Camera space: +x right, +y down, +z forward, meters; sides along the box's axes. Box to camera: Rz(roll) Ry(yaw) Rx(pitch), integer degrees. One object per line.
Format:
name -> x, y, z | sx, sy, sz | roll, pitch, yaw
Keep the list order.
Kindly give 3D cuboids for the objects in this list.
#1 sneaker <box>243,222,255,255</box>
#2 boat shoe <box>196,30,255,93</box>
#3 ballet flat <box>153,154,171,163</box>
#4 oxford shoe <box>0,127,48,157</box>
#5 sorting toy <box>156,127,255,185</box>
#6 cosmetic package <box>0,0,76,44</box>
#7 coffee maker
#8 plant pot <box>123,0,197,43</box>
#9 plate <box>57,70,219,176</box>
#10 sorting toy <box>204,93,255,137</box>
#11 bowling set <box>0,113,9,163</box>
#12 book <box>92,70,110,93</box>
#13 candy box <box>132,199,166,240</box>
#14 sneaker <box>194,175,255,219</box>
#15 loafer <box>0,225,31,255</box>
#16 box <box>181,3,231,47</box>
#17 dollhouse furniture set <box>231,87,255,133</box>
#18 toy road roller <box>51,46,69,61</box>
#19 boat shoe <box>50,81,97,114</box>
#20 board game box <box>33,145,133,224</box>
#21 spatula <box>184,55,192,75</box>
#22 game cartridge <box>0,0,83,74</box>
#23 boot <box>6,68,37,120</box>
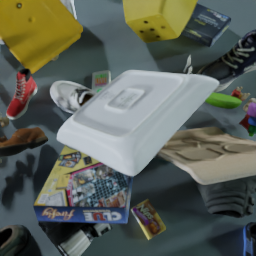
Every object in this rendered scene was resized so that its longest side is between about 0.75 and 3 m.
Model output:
sneaker -> 2.728, 2.575, 6.037 | 0.371, 0.412, 1.057 | 3, 57, 1
boat shoe -> 3.228, -2.130, 8.529 | 2.718, 1.260, 1.015 | -30, 62, -18
ballet flat -> 0.761, 0.610, 7.288 | 1.182, 0.376, 0.398 | 12, 34, 6
oxford shoe -> -2.757, 0.316, 7.006 | 0.548, 0.549, 1.538 | 58, 31, 7
sorting toy -> 1.879, 0.568, 6.382 | 2.375, 0.468, 2.566 | -7, 15, -18
cosmetic package -> -3.273, -3.773, 9.668 | 2.821, 1.044, 1.434 | -7, 52, -3
coffee maker -> -1.103, 2.075, 5.968 | 1.153, 0.777, 1.108 | -37, 84, -27
plant pot -> 0.945, -3.924, 9.138 | 1.931, 1.931, 1.703 | 1, 73, 35
plate -> 0.021, -0.492, 6.305 | 2.920, 0.472, 2.913 | 17, 54, 47
sorting toy -> 2.202, -0.447, 7.437 | 2.749, 0.947, 0.953 | 23, 23, 33
bowling set -> -3.657, 0.321, 7.354 | 0.765, 0.992, 1.425 | 26, 66, -33
book -> -0.841, -1.394, 8.719 | 0.557, 0.200, 0.833 | -6, 58, 3
candy box -> 0.469, 2.098, 6.457 | 0.456, 0.221, 0.782 | -25, 62, -16
sneaker -> 2.866, 1.391, 6.579 | 2.642, 0.934, 1.310 | -6, 67, -6
loafer -> -3.290, 2.777, 5.670 | 2.571, 0.809, 0.924 | -32, 63, -19
box -> 2.560, -3.770, 10.054 | 1.763, 0.450, 1.390 | 34, 65, 20
dollhouse furniture set -> 3.277, -0.535, 7.833 | 0.703, 0.531, 1.306 | -10, 51, -35
toy road roller -> -2.278, -2.668, 9.167 | 0.643, 0.541, 0.881 | 1, 68, -7
boat shoe -> -1.182, -0.753, 7.771 | 2.647, 0.924, 0.938 | 34, 67, 21
board game box -> -0.760, 0.965, 6.209 | 1.731, 0.442, 2.555 | -1, 30, 7
spatula -> 1.745, -1.556, 8.129 | 0.087, 1.081, 0.752 | -9, 80, 0
game cartridge -> -2.924, -3.233, 8.616 | 2.172, 0.400, 2.464 | -40, 88, -8
boot -> -3.122, -1.000, 7.966 | 0.500, 0.996, 1.380 | 18, 62, 5
